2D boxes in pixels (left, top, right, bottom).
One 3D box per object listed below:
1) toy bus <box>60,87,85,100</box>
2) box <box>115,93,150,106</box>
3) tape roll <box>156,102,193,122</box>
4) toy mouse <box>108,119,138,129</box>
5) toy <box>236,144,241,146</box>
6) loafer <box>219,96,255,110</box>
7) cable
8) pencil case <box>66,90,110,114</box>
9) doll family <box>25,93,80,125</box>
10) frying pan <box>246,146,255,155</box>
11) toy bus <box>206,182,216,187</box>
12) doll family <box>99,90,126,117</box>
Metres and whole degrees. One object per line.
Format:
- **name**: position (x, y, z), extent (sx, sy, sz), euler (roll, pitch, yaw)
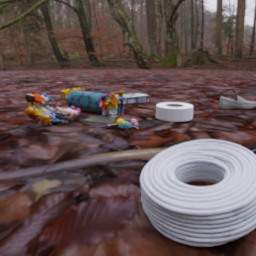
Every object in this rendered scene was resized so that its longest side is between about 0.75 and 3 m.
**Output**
- **toy bus**: position (-3.546, -2.227, 18.002), extent (0.536, 0.645, 1.647), euler (10, 18, 38)
- **box**: position (-0.066, -1.664, 16.339), extent (2.441, 0.424, 1.343), euler (-9, 18, -32)
- **tape roll**: position (2.067, -0.738, 12.600), extent (1.667, 0.583, 1.667), euler (0, 16, 0)
- **toy mouse**: position (0.027, -0.184, 11.163), extent (1.255, 0.243, 1.115), euler (-12, 19, -36)
- **toy**: position (2.094, 0.704, 6.615), extent (1.121, 0.645, 0.265), euler (0, 44, -13)
- **loafer**: position (5.746, -1.335, 14.610), extent (1.962, 0.684, 0.686), euler (0, 15, 0)
- **cable**: position (1.316, 1.020, 4.992), extent (2.227, 0.771, 2.227), euler (-11, 23, -1)
- **pencil case**: position (-1.934, -1.302, 13.886), extent (2.329, 0.991, 1.076), euler (12, -2, 35)
- **doll family**: position (-3.307, -0.593, 11.672), extent (2.521, 1.136, 1.565), euler (22, 13, 14)
- **frying pan**: position (2.222, 0.846, 6.474), extent (2.206, 0.359, 1.334), euler (-18, -9, -35)
- **toy bus**: position (2.274, 1.168, 5.817), extent (1.274, 0.415, 0.499), euler (9, 18, 35)
- **doll family**: position (-0.515, -1.161, 13.083), extent (0.827, 1.139, 1.835), euler (11, 19, 35)
